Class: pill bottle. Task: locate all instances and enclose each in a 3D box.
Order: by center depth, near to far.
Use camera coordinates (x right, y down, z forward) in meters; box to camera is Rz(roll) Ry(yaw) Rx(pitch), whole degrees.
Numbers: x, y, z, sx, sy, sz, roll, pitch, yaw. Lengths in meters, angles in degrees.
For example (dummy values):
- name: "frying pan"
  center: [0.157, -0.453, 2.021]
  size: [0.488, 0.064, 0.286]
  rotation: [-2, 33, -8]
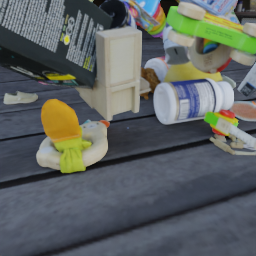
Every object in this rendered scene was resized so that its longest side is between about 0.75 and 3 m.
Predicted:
- name: "pill bottle"
  center: [-0.228, -2.692, 7.385]
  size: [0.799, 0.799, 1.429]
  rotation: [6, -2, 13]
- name: "pill bottle"
  center: [2.174, -0.921, 9.212]
  size: [2.399, 1.332, 1.332]
  rotation: [-9, 26, -18]
- name: "pill bottle"
  center: [1.973, -2.751, 13.188]
  size: [2.305, 1.316, 1.316]
  rotation: [-22, 33, -40]

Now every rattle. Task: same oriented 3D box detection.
- name: "rattle"
  center: [-1.297, -0.237, 7.247]
  size: [1.754, 1.925, 2.694]
  rotation: [-9, 25, 30]

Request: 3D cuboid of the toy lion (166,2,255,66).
- name: "toy lion"
  center: [1.877, -2.208, 6.154]
  size: [2.207, 0.758, 2.115]
  rotation: [13, 31, -10]

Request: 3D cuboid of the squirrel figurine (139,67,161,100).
- name: "squirrel figurine"
  center: [0.623, -1.905, 11.635]
  size: [1.707, 1.208, 1.593]
  rotation: [-10, 33, -15]

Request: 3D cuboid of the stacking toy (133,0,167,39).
- name: "stacking toy"
  center: [1.089, -4.012, 10.852]
  size: [1.248, 1.180, 2.150]
  rotation: [7, -19, 41]

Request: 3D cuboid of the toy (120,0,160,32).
- name: "toy"
  center: [0.124, -3.721, 9.107]
  size: [1.712, 0.404, 0.986]
  rotation: [29, -4, -29]

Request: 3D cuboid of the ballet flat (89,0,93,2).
- name: "ballet flat"
  center: [-1.559, -3.019, 7.032]
  size: [1.929, 0.682, 0.682]
  rotation: [-49, 38, -4]

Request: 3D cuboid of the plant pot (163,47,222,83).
- name: "plant pot"
  center: [2.602, -1.789, 10.640]
  size: [2.164, 2.164, 1.536]
  rotation: [-24, 57, -41]

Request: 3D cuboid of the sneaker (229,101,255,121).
- name: "sneaker"
  center: [4.320, -0.560, 9.404]
  size: [1.750, 0.625, 0.699]
  rotation: [13, 19, 20]

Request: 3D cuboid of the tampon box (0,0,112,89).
- name: "tampon box"
  center: [-1.894, -1.896, 5.327]
  size: [1.834, 1.545, 2.448]
  rotation: [11, -5, 39]

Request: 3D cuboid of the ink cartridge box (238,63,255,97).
- name: "ink cartridge box"
  center: [3.178, -1.565, 5.800]
  size: [0.373, 1.717, 1.701]
  rotation: [44, -3, 14]

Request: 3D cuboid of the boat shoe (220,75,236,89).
- name: "boat shoe"
  center: [4.523, -2.164, 12.881]
  size: [0.483, 0.513, 1.429]
  rotation: [-12, 25, -15]

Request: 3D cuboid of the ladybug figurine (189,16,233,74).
- name: "ladybug figurine"
  center: [2.352, -2.203, 7.687]
  size: [1.301, 0.690, 1.917]
  rotation: [-11, 56, 39]

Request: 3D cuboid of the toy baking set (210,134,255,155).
- name: "toy baking set"
  center: [2.995, 0.437, 7.672]
  size: [1.102, 0.167, 1.435]
  rotation: [-9, 26, -19]

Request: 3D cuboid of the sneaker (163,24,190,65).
- name: "sneaker"
  center: [1.522, -2.529, 8.630]
  size: [0.837, 0.812, 2.292]
  rotation: [-2, -4, 10]

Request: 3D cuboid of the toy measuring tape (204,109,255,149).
- name: "toy measuring tape"
  center: [3.009, 0.012, 7.921]
  size: [0.788, 0.788, 2.141]
  rotation: [-13, 30, -25]

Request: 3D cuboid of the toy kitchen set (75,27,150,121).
- name: "toy kitchen set"
  center: [-0.245, -1.548, 6.449]
  size: [1.648, 1.822, 2.019]
  rotation: [-19, 39, -26]

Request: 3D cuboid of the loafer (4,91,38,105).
- name: "loafer"
  center: [-4.174, -1.207, 10.906]
  size: [1.277, 0.436, 0.483]
  rotation: [-12, 28, -25]

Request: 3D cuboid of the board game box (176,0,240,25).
- name: "board game box"
  center: [2.769, -4.037, 9.486]
  size: [2.511, 0.775, 2.510]
  rotation: [30, 16, -45]
